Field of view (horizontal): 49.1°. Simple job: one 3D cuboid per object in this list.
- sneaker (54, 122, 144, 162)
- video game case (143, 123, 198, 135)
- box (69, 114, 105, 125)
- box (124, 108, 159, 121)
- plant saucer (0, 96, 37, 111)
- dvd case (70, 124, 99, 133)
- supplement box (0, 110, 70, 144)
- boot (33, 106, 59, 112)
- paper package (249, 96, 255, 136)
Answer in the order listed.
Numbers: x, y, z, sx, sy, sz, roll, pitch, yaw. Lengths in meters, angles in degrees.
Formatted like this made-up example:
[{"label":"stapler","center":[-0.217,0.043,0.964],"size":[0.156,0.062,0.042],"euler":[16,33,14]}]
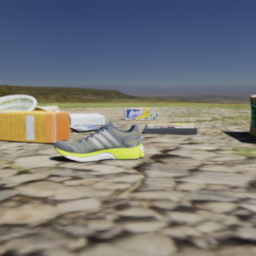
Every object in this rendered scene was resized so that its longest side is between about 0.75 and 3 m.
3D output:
[{"label":"sneaker","center":[-0.643,0.286,6.368],"size":[2.038,0.825,0.753],"euler":[-2,7,-14]},{"label":"video game case","center":[1.663,0.025,11.090],"size":[1.976,0.252,1.786],"euler":[0,7,8]},{"label":"box","center":[-2.157,-0.443,14.278],"size":[1.637,0.432,2.099],"euler":[-2,6,-15]},{"label":"box","center":[0.763,-0.786,16.080],"size":[1.943,0.681,0.625],"euler":[1,7,2]},{"label":"plant saucer","center":[-5.136,-0.519,11.658],"size":[2.739,0.687,2.739],"euler":[-4,30,2]},{"label":"dvd case","center":[-1.765,0.019,11.171],"size":[0.789,0.097,1.106],"euler":[21,18,41]},{"label":"supplement box","center":[-3.342,-0.074,8.936],"size":[2.867,0.986,0.954],"euler":[0,5,17]},{"label":"boot","center":[-3.926,-0.596,13.404],"size":[2.628,0.947,2.032],"euler":[4,7,33]},{"label":"paper package","center":[5.543,-0.320,8.773],"size":[2.713,1.472,2.846],"euler":[1,8,6]}]
